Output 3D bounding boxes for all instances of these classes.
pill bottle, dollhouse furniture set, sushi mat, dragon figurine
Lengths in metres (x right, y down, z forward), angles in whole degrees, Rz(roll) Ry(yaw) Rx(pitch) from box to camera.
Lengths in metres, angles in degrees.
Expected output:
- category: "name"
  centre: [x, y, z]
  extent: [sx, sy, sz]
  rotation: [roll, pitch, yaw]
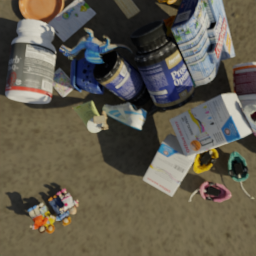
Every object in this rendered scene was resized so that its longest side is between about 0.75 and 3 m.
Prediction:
- category: "pill bottle"
  centre: [-0.110, -1.625, 9.779]
  extent: [2.109, 1.179, 1.179]
  rotation: [34, 85, -41]
- category: "pill bottle"
  centre: [1.081, -1.964, 8.976]
  extent: [1.451, 1.451, 2.595]
  rotation: [-30, 119, -2]
- category: "pill bottle"
  centre: [-3.459, -2.320, 10.109]
  extent: [1.569, 1.569, 2.708]
  rotation: [4, 84, 0]
- category: "dollhouse furniture set"
  centre: [-0.819, -0.220, 8.403]
  extent: [0.338, 0.763, 0.395]
  rotation: [-5, 73, 1]
- category: "pill bottle"
  centre: [4.263, -1.476, 10.053]
  extent: [0.907, 0.907, 1.588]
  rotation: [-4, 92, 0]
- category: "sushi mat"
  centre: [-0.108, -4.903, 11.066]
  extent: [0.577, 0.073, 1.206]
  rotation: [-36, 86, -4]
- category: "dragon figurine"
  centre: [-1.038, -2.435, 8.896]
  extent: [2.185, 0.643, 1.086]
  rotation: [14, 114, -17]

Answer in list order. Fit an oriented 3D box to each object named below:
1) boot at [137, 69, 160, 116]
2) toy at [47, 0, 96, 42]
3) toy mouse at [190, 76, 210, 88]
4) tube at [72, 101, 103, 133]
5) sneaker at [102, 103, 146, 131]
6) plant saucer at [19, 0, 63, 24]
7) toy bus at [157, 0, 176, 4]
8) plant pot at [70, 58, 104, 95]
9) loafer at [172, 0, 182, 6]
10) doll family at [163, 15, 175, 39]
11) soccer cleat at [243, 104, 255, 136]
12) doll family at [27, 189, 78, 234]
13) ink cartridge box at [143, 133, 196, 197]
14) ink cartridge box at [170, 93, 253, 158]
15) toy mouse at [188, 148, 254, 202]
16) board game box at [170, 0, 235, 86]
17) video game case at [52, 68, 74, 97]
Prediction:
- category: "boot"
  centre: [0.885, -1.596, 10.594]
  extent: [1.672, 0.665, 1.921]
  rotation: [39, 85, 9]
- category: "toy"
  centre: [-2.153, -4.143, 10.845]
  extent: [1.674, 0.395, 0.964]
  rotation: [-44, 84, -2]
- category: "toy mouse"
  centre: [2.430, -2.138, 10.506]
  extent: [1.678, 0.365, 1.888]
  rotation: [28, 68, -3]
- category: "tube"
  centre: [-1.395, -0.492, 9.683]
  extent: [0.616, 2.122, 0.551]
  rotation: [20, 104, -27]
- category: "sneaker"
  centre: [-0.133, -0.541, 10.092]
  extent: [1.886, 0.722, 0.762]
  rotation: [24, 89, 36]
- category: "plant saucer"
  centre: [-3.365, -4.815, 10.935]
  extent: [1.718, 0.322, 1.718]
  rotation: [0, 85, 1]
- category: "toy bus"
  centre: [0.822, -3.619, 7.195]
  extent: [0.343, 0.412, 1.053]
  rotation: [-26, 82, -35]
- category: "plant pot"
  centre: [-1.495, -1.915, 10.299]
  extent: [1.074, 1.194, 1.194]
  rotation: [2, 86, 6]
- category: "loafer"
  centre: [2.169, -4.941, 10.671]
  extent: [1.614, 0.614, 0.544]
  rotation: [18, 72, -7]
- category: "doll family"
  centre: [1.696, -3.354, 10.070]
  extent: [1.774, 0.799, 1.101]
  rotation: [46, 119, 12]
- category: "soccer cleat"
  centre: [3.903, -0.055, 8.260]
  extent: [0.504, 0.623, 1.444]
  rotation: [-37, 104, 12]
- category: "doll family"
  centre: [-2.655, 3.121, 10.175]
  extent: [1.830, 0.825, 1.136]
  rotation: [-29, 78, -20]
- category: "ink cartridge box"
  centre: [1.447, 1.258, 9.675]
  extent: [1.171, 1.151, 1.591]
  rotation: [30, 114, 9]
- category: "ink cartridge box"
  centre: [2.552, -0.073, 8.718]
  extent: [1.848, 1.337, 1.360]
  rotation: [-27, 81, 37]
- category: "toy mouse"
  centre: [3.455, 1.818, 10.285]
  extent: [2.513, 0.547, 2.828]
  rotation: [33, 86, 3]
- category: "board game box"
  centre: [2.687, -2.994, 9.337]
  extent: [0.921, 2.984, 2.986]
  rotation: [-6, 47, 35]
- category: "video game case"
  centre: [-2.575, -1.739, 10.805]
  extent: [0.683, 0.086, 0.953]
  rotation: [-42, 86, -3]
